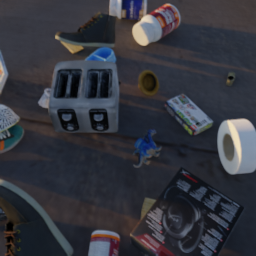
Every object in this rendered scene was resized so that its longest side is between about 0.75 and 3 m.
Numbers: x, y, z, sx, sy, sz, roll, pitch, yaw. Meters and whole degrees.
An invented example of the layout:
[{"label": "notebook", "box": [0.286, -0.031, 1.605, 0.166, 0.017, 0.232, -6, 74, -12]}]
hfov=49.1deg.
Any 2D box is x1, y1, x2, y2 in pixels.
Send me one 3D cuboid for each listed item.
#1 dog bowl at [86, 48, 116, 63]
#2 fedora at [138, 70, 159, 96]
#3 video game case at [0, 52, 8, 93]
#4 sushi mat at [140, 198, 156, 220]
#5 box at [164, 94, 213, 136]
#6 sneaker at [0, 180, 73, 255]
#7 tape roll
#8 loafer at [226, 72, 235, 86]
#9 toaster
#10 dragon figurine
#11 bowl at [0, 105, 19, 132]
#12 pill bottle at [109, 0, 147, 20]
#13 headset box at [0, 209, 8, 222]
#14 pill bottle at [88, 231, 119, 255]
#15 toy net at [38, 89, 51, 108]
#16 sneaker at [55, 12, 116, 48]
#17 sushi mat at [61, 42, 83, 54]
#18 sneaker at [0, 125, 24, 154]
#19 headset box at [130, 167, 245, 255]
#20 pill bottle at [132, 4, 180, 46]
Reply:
[{"label": "dog bowl", "box": [-1.278, -3.000, 12.508, 0.981, 0.436, 1.760, 27, 55, 21]}, {"label": "fedora", "box": [0.744, -1.778, 11.344, 1.095, 0.447, 1.095, 7, 77, -33]}, {"label": "video game case", "box": [-5.346, -2.209, 11.343, 0.176, 1.395, 1.948, 7, 40, -43]}, {"label": "sushi mat", "box": [1.127, 2.530, 8.180, 1.476, 0.089, 0.706, 12, 56, 10]}, {"label": "box", "box": [2.231, -0.523, 10.559, 0.951, 0.300, 1.727, -25, 55, -19]}, {"label": "sneaker", "box": [-2.578, 2.610, 6.562, 1.042, 2.787, 1.481, -15, 25, 48]}, {"label": "tape roll", "box": [3.400, 0.587, 8.765, 0.596, 1.704, 1.704, -6, 51, -4]}, {"label": "loafer", "box": [4.377, -2.118, 11.877, 0.322, 0.285, 0.847, 16, 52, 13]}, {"label": "toaster", "box": [-1.455, -1.164, 10.093, 2.319, 1.522, 2.564, 1, 59, 0]}, {"label": "dragon figurine", "box": [0.481, 0.722, 9.315, 0.909, 0.538, 1.829, 34, 49, 24]}, {"label": "bowl", "box": [-4.609, -0.361, 9.355, 1.675, 0.786, 1.675, -14, 23, 6]}, {"label": "pill bottle", "box": [-0.008, -6.271, 14.713, 1.892, 1.095, 1.095, 3, 51, -1]}, {"label": "headset box", "box": [-3.472, 2.266, 7.795, 1.303, 0.969, 0.503, -11, 68, -10]}, {"label": "pill bottle", "box": [-0.651, 3.364, 7.021, 0.748, 0.748, 1.365, 4, 55, 3]}, {"label": "toy net", "box": [-2.550, -1.666, 11.146, 2.425, 0.468, 1.272, -33, 81, -28]}, {"label": "sneaker", "box": [-1.868, -4.480, 12.584, 2.760, 1.466, 1.032, -5, 26, -28]}, {"label": "sushi mat", "box": [-2.723, -4.002, 13.556, 0.602, 0.076, 1.257, -30, 57, -22]}, {"label": "sneaker", "box": [-4.554, 0.444, 9.336, 2.119, 0.846, 0.756, -32, 65, -19]}, {"label": "headset box", "box": [1.458, 2.692, 7.368, 1.983, 1.029, 2.665, 32, 62, 21]}, {"label": "pill bottle", "box": [1.372, -4.971, 13.580, 1.265, 1.265, 2.310, 36, 59, 25]}]
